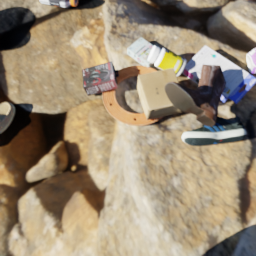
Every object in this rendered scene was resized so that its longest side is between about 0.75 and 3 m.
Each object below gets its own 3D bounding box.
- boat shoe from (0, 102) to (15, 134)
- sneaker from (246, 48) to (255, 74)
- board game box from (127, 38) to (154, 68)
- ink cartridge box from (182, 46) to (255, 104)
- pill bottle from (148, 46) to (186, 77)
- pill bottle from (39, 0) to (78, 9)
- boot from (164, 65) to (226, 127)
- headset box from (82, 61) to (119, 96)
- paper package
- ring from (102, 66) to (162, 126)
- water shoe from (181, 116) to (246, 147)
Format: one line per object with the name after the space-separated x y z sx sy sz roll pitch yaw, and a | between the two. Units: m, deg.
-5.571 -0.095 10.983 0.946 0.851 2.621 35 69 15 | boat shoe
6.261 -2.414 12.122 1.574 1.000 2.760 -27 59 -7 | sneaker
0.759 -3.417 12.825 1.324 0.426 0.977 40 71 18 | board game box
3.936 -2.248 12.182 2.772 0.582 1.654 39 72 20 | ink cartridge box
1.659 -2.895 12.102 1.495 0.854 0.854 23 65 -11 | pill bottle
-3.459 -6.562 14.030 1.811 0.962 0.962 13 65 6 | pill bottle
2.676 -1.717 10.637 2.497 0.861 2.679 38 58 -21 | boot
-1.126 -2.111 11.870 1.518 0.569 1.128 -13 57 8 | headset box
1.307 -1.354 11.292 1.636 0.888 1.716 -13 65 -7 | paper package
0.393 -1.388 11.944 2.973 0.285 2.973 0 63 0 | ring
3.246 0.094 10.918 2.562 0.916 1.011 -2 63 -10 | water shoe
